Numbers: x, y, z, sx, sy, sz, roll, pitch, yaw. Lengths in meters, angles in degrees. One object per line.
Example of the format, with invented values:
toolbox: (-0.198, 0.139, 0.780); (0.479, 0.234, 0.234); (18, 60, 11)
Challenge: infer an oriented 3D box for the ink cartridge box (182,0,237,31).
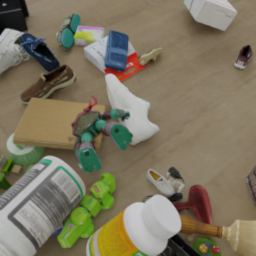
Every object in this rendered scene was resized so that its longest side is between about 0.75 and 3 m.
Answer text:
ink cartridge box: (3.701, -5.727, 13.050); (1.752, 1.011, 2.398); (9, 45, -21)

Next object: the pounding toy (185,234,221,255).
pounding toy: (1.997, 3.056, 7.232); (0.739, 0.444, 0.957); (-21, 56, -17)

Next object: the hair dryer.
hair dryer: (1.583, 2.214, 7.950); (2.026, 0.550, 1.543); (33, 75, 28)

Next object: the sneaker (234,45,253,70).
sneaker: (4.952, -3.186, 11.665); (0.572, 0.873, 1.512); (22, 56, 15)

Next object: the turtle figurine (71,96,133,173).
turtle figurine: (-0.944, 0.172, 8.052); (1.479, 2.937, 2.199); (35, 92, -19)

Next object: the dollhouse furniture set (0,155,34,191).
dollhouse furniture set: (-3.180, 1.374, 8.328); (1.445, 0.725, 0.946); (10, 54, 8)

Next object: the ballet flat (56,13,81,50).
ballet flat: (-2.803, -4.276, 12.672); (0.864, 0.864, 2.328); (10, 52, 7)

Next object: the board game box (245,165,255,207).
board game box: (3.945, 1.580, 7.825); (0.622, 1.285, 1.024); (-5, 53, -4)

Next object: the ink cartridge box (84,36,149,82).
ink cartridge box: (-0.492, -3.011, 11.759); (1.801, 0.532, 2.250); (-35, 59, -23)

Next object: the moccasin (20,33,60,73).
moccasin: (-3.545, -3.241, 11.510); (2.352, 0.802, 0.946); (41, 56, 12)

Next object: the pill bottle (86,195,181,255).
pill bottle: (0.129, 2.509, 6.481); (1.206, 2.172, 1.206); (36, 27, -22)

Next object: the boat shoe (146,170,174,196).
boat shoe: (0.970, 1.616, 8.377); (0.360, 0.354, 1.015); (-37, 62, -24)

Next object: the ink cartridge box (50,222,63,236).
ink cartridge box: (-2.219, 2.415, 7.845); (0.531, 0.250, 1.130); (-20, 55, -15)

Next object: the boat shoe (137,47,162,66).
boat shoe: (0.986, -2.955, 11.783); (1.301, 0.466, 0.495); (-32, 85, -21)

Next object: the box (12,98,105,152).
box: (-2.149, -0.167, 9.313); (2.661, 0.283, 2.176); (6, 41, -4)

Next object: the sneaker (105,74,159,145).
sneaker: (0.111, -0.794, 9.768); (1.258, 1.069, 2.842); (-22, 66, -8)

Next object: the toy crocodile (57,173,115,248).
toy crocodile: (-1.079, 2.185, 7.696); (0.730, 0.798, 2.365); (17, 51, 32)

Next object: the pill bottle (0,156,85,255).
pill bottle: (-2.449, 2.104, 6.828); (1.542, 1.542, 2.727); (28, 51, 20)

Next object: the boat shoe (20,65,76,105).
boat shoe: (-3.064, -1.683, 10.362); (2.202, 0.814, 0.813); (-31, 54, -7)

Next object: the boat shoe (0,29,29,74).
boat shoe: (-4.774, -3.122, 11.634); (1.214, 1.052, 2.848); (5, 44, -4)

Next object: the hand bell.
hand bell: (2.234, 2.623, 7.149); (2.752, 1.433, 1.433); (9, 53, 17)

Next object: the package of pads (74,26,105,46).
package of pads: (-1.745, -4.116, 12.640); (1.281, 0.437, 0.990); (5, 53, 4)

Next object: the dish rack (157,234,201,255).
dish rack: (0.985, 3.590, 5.961); (2.033, 0.723, 2.650); (36, 24, 25)

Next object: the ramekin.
ramekin: (-3.325, 0.592, 9.019); (1.132, 0.553, 1.132); (0, 52, 0)

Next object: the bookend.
bookend: (-5.824, -4.657, 12.505); (2.822, 1.308, 2.840); (-16, 55, -12)

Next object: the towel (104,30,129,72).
towel: (-0.457, -3.171, 11.496); (0.933, 0.406, 1.672); (9, 72, -15)
